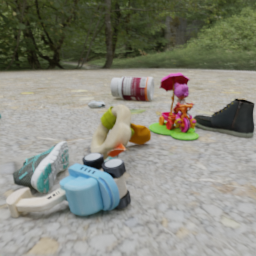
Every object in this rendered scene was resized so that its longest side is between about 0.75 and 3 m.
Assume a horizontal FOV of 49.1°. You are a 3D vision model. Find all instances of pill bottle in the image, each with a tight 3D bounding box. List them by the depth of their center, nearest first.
[{"bbox_3d":[0.298,-2.623,18.622,2.697,1.540,1.540,5,16,16],"label":"pill bottle"}]

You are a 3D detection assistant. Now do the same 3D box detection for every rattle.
[{"bbox_3d":[-0.002,0.630,8.403,1.898,2.083,2.916,-43,25,-1],"label":"rattle"}]

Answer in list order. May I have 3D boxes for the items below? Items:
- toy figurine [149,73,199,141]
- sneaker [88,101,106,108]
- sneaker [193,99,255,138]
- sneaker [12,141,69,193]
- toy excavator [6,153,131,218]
[{"bbox_3d":[1.947,-0.983,11.258,1.949,2.390,2.597,-5,17,-17],"label":"toy figurine"},{"bbox_3d":[-1.764,-1.308,16.130,1.054,0.395,0.457,-8,23,-25],"label":"sneaker"},{"bbox_3d":[3.926,-0.578,11.574,2.668,1.417,0.998,15,21,42],"label":"sneaker"},{"bbox_3d":[-2.241,0.905,7.380,0.981,0.834,2.151,2,17,9],"label":"sneaker"},{"bbox_3d":[-1.222,1.347,5.846,1.946,0.999,2.001,9,25,40],"label":"toy excavator"}]
